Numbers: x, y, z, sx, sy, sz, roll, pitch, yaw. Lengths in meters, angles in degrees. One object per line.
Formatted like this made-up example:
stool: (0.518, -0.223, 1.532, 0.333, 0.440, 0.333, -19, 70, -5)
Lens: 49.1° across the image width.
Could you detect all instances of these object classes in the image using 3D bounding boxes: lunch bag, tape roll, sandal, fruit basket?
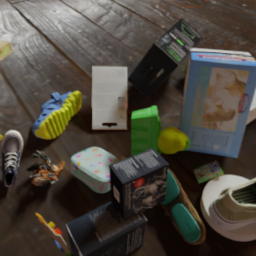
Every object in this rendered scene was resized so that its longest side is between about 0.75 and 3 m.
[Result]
lunch bag: (-0.899, 1.185, 8.045, 1.498, 0.577, 1.202, 27, 36, 31)
tape roll: (2.887, 2.099, 7.515, 1.840, 0.336, 1.840, 0, 44, 0)
sandal: (-2.608, -0.505, 9.803, 1.095, 1.000, 2.516, 13, 36, 13)
fruit basket: (0.896, 0.263, 7.949, 1.731, 1.731, 1.249, 3, 18, 3)

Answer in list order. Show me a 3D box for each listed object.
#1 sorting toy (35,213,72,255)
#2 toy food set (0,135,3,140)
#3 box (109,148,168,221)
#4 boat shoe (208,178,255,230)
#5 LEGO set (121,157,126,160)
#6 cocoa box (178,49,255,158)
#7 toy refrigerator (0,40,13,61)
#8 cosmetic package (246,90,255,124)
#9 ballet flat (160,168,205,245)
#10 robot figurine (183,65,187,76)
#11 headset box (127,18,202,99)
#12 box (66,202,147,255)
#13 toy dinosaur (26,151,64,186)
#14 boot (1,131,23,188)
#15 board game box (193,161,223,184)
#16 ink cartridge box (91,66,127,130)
sorting toy: (-1.550, 2.273, 6.006, 0.764, 1.357, 0.185, 21, 49, 39)
toy food set: (-4.585, 0.096, 9.049, 1.888, 1.111, 0.617, 16, 11, 38)
box: (0.226, 1.219, 6.080, 1.094, 1.201, 0.625, -20, 40, -24)
boat shoe: (3.304, 1.708, 6.789, 2.978, 0.924, 1.072, -9, 54, -30)
LEGO set: (0.025, 1.243, 8.254, 0.829, 0.308, 0.381, 37, 32, 11)
cocoa box: (2.578, -0.798, 8.461, 1.856, 2.784, 1.827, 8, 26, 10)
toy refrigerator: (-6.093, -3.532, 13.148, 0.499, 0.542, 1.427, 16, 46, 15)
cosmetic package: (4.565, -1.056, 10.194, 1.901, 0.771, 1.073, -28, 52, -19)
ballet flat: (1.321, 1.949, 7.333, 0.761, 0.812, 2.245, -42, 56, 13)
robot figurine: (3.032, -2.333, 11.706, 1.446, 0.837, 1.269, 15, 24, 16)
headset box: (1.369, -2.631, 10.861, 1.182, 2.218, 2.548, 42, 53, -2)
box: (-0.484, 2.479, 6.454, 1.604, 1.191, 0.859, -21, 47, -26)
toy dinosaur: (-2.350, 1.238, 8.053, 0.987, 1.454, 0.743, 34, 90, 14)
boot: (-3.231, 0.884, 7.794, 0.559, 1.536, 0.694, 1, 29, -26)
board game box: (2.319, 1.281, 8.147, 0.752, 0.110, 0.506, -23, 33, 8)
ink cartridge box: (-0.681, -1.038, 10.198, 1.284, 0.593, 2.357, 0, 79, -4)
